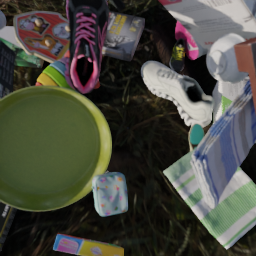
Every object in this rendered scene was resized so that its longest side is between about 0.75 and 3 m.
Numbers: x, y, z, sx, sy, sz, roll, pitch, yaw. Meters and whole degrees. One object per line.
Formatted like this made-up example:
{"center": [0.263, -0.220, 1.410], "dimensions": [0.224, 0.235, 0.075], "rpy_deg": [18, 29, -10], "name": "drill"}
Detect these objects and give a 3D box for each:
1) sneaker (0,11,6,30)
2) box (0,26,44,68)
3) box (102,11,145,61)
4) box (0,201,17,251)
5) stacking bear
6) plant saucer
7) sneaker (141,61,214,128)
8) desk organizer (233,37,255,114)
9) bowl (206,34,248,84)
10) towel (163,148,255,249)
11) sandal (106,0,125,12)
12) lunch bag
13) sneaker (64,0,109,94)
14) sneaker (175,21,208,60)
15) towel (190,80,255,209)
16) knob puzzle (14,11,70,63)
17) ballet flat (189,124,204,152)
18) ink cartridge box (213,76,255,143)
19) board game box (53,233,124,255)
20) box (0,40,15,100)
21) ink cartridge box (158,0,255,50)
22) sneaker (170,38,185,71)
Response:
{"center": [-3.199, -1.536, 5.294], "dimensions": [2.243, 0.843, 1.289], "rpy_deg": [-30, 86, -40], "name": "sneaker"}
{"center": [-4.071, -3.006, 10.287], "dimensions": [2.164, 0.393, 1.562], "rpy_deg": [5, 62, 3], "name": "box"}
{"center": [-0.337, -3.468, 10.497], "dimensions": [1.485, 0.453, 1.874], "rpy_deg": [16, 64, 9], "name": "box"}
{"center": [-3.807, 2.432, 7.393], "dimensions": [1.357, 0.419, 1.700], "rpy_deg": [11, 63, 7], "name": "box"}
{"center": [-2.314, -1.222, 8.892], "dimensions": [1.469, 1.376, 2.420], "rpy_deg": [39, 74, 19], "name": "stacking bear"}
{"center": [-1.606, 0.413, 5.534], "dimensions": [2.575, 2.575, 0.400], "rpy_deg": [-24, 24, -12], "name": "plant saucer"}
{"center": [1.586, -1.339, 8.969], "dimensions": [1.115, 1.202, 2.967], "rpy_deg": [-38, 67, -17], "name": "sneaker"}
{"center": [2.501, -0.896, 5.264], "dimensions": [0.557, 0.598, 1.553], "rpy_deg": [-20, 108, -4], "name": "desk organizer"}
{"center": [2.474, -1.735, 7.271], "dimensions": [0.585, 1.301, 1.301], "rpy_deg": [-19, 63, -27], "name": "bowl"}
{"center": [2.477, 1.659, 7.623], "dimensions": [1.925, 0.295, 2.523], "rpy_deg": [-34, 78, -15], "name": "towel"}
{"center": [-0.778, -3.718, 7.466], "dimensions": [0.536, 0.841, 2.238], "rpy_deg": [-36, 48, 10], "name": "sandal"}
{"center": [-0.362, 1.256, 5.417], "dimensions": [0.655, 0.315, 0.817], "rpy_deg": [-8, 93, -15], "name": "lunch bag"}
{"center": [-0.886, -1.881, 6.003], "dimensions": [0.992, 2.511, 1.198], "rpy_deg": [2, 22, -9], "name": "sneaker"}
{"center": [2.426, -3.379, 10.304], "dimensions": [0.930, 0.858, 2.109], "rpy_deg": [-9, 63, -17], "name": "sneaker"}
{"center": [2.169, 0.331, 5.776], "dimensions": [0.290, 1.790, 2.437], "rpy_deg": [21, 59, 42], "name": "towel"}
{"center": [-3.024, -3.521, 10.145], "dimensions": [2.571, 0.357, 2.571], "rpy_deg": [7, 63, -15], "name": "knob puzzle"}
{"center": [2.011, 0.560, 8.340], "dimensions": [0.474, 0.474, 1.364], "rpy_deg": [3, 70, 2], "name": "ballet flat"}
{"center": [3.998, -0.537, 8.587], "dimensions": [2.536, 1.065, 1.845], "rpy_deg": [7, 62, 4], "name": "ink cartridge box"}
{"center": [-0.783, 2.306, 5.409], "dimensions": [1.249, 0.956, 0.252], "rpy_deg": [15, 69, -8], "name": "board game box"}
{"center": [-3.353, -0.689, 6.096], "dimensions": [1.729, 0.470, 2.158], "rpy_deg": [-18, 59, 17], "name": "box"}
{"center": [2.319, -3.396, 7.388], "dimensions": [2.140, 2.922, 1.209], "rpy_deg": [13, 79, 48], "name": "ink cartridge box"}
{"center": [1.774, -2.632, 9.991], "dimensions": [0.500, 0.568, 1.343], "rpy_deg": [5, 62, 4], "name": "sneaker"}
